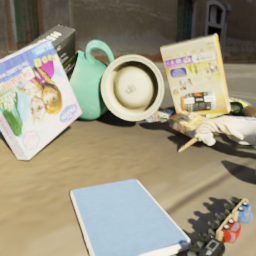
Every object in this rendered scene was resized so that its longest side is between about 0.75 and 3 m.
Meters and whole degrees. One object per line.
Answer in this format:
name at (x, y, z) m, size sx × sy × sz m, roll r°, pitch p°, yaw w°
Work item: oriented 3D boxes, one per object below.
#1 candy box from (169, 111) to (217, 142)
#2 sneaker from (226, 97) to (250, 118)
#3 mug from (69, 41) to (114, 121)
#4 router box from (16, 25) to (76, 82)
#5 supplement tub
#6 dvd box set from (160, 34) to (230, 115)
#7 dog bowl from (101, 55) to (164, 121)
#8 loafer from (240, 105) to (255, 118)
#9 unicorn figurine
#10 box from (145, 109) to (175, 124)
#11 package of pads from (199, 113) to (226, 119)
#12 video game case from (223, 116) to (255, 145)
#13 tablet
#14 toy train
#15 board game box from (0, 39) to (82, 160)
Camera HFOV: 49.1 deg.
candy box at (1.967, -0.092, 8.568) m, size 0.771 × 0.369 × 1.336 m, roll -21°, pitch 31°, yaw -27°
sneaker at (4.328, -0.890, 11.613) m, size 0.857 × 0.783 × 2.119 m, roll 1°, pitch 21°, yaw -24°
mug at (-1.374, -1.474, 10.123) m, size 1.713 × 2.276 × 2.770 m, roll 22°, pitch -21°, yaw -22°
router box at (-2.692, -1.662, 9.035) m, size 0.763 × 2.228 × 2.988 m, roll 19°, pitch 44°, yaw 11°
supplement tub at (1.831, -0.682, 7.409) m, size 0.850 × 0.521 × 0.521 m, roll -6°, pitch 16°, yaw 5°
dvd box set at (2.227, -1.620, 9.252) m, size 1.843 × 2.520 × 0.370 m, roll -4°, pitch 25°, yaw 36°
dog bowl at (0.209, -1.296, 9.011) m, size 2.060 × 2.060 × 0.759 m, roll 5°, pitch 15°, yaw 15°
loafer at (4.989, -0.428, 10.283) m, size 1.756 × 0.641 × 0.626 m, roll -2°, pitch 49°, yaw -13°
unicorn figurine at (2.947, 0.201, 6.851) m, size 1.928 × 1.036 × 2.806 m, roll 16°, pitch -15°, yaw -31°
box at (1.255, -0.465, 10.809) m, size 0.858 × 0.237 × 1.257 m, roll 6°, pitch 17°, yaw 21°
package of pads at (2.928, -0.884, 11.283) m, size 1.373 × 0.606 × 1.778 m, roll -16°, pitch 20°, yaw -20°
video game case at (4.418, 0.087, 8.677) m, size 2.539 × 0.279 × 2.315 m, roll 4°, pitch 17°, yaw 5°
tablet at (-0.108, 1.416, 4.540) m, size 1.370 × 0.144 × 2.106 m, roll -6°, pitch 17°, yaw -19°
toy train at (1.418, 1.467, 4.079) m, size 0.413 × 0.308 × 1.805 m, roll 17°, pitch 24°, yaw 36°
board game box at (-2.312, -0.745, 6.902) m, size 0.455 × 2.205 × 2.210 m, roll 0°, pitch 34°, yaw 33°
